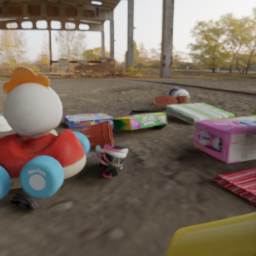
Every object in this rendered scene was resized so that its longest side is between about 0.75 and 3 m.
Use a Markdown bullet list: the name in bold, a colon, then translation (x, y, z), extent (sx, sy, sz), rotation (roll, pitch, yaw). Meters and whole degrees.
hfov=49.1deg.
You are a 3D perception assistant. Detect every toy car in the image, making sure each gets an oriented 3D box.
- **toy car**: translation (-2.153, -0.037, 5.978), extent (2.156, 2.438, 2.247), rotation (-9, 12, 11)

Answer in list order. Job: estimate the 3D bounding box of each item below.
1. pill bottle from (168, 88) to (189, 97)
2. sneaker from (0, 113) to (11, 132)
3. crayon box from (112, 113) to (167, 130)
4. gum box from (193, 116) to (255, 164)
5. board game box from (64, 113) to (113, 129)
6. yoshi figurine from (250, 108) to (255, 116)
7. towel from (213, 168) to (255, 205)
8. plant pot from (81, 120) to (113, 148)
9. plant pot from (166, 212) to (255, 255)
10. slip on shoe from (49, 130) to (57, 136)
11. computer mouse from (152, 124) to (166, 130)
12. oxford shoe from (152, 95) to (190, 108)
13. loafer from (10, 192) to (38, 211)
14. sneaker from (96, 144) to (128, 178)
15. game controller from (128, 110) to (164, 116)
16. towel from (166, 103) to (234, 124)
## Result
- **pill bottle**: translation (3.208, -1.947, 17.592), extent (1.024, 1.024, 1.845), rotation (-2, 15, -6)
- **sneaker**: translation (-5.542, -0.238, 10.618), extent (2.112, 0.935, 0.795), rotation (-12, 19, -42)
- **crayon box**: translation (0.436, -0.249, 10.860), extent (1.628, 0.475, 1.405), rotation (-11, 7, -28)
- **gum box**: translation (3.454, 0.271, 8.491), extent (2.694, 0.891, 1.529), rotation (-6, 16, -22)
- **board game box**: translation (-1.752, -0.333, 12.325), extent (1.913, 0.330, 1.295), rotation (-6, 14, -22)
- **yoshi figurine**: translation (4.877, -0.152, 10.670), extent (0.852, 0.855, 1.521), rotation (46, 2, 18)
- **towel**: translation (2.974, 1.270, 5.796), extent (1.438, 0.224, 1.988), rotation (-6, 14, -25)
- **plant pot**: translation (-0.978, 0.251, 8.842), extent (0.903, 0.928, 0.928), rotation (-8, 13, 1)
- **plant pot**: translation (1.206, 1.440, 2.433), extent (1.539, 1.636, 1.636), rotation (-11, 7, 29)
- **slip on shoe**: translation (-2.978, 0.422, 8.556), extent (0.560, 0.678, 1.831), rotation (6, 19, 40)
- **computer mouse**: translation (1.222, -0.178, 11.922), extent (0.524, 0.304, 1.787), rotation (-27, 11, -2)
- **oxford shoe**: translation (2.409, -1.359, 16.052), extent (2.195, 0.777, 0.810), rotation (1, -29, -8)
- **loafer**: translation (-1.947, 1.414, 5.215), extent (0.768, 0.276, 0.242), rotation (5, 31, 46)
- **sneaker**: translation (-0.502, 0.825, 6.760), extent (0.689, 0.740, 1.715), rotation (14, -10, -7)
- **game controller**: translation (0.919, -0.574, 13.531), extent (1.810, 0.381, 0.944), rotation (3, 28, 15)
- **towel**: translation (3.451, -0.683, 13.500), extent (2.775, 0.426, 2.070), rotation (-6, 25, -34)
